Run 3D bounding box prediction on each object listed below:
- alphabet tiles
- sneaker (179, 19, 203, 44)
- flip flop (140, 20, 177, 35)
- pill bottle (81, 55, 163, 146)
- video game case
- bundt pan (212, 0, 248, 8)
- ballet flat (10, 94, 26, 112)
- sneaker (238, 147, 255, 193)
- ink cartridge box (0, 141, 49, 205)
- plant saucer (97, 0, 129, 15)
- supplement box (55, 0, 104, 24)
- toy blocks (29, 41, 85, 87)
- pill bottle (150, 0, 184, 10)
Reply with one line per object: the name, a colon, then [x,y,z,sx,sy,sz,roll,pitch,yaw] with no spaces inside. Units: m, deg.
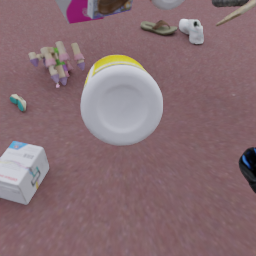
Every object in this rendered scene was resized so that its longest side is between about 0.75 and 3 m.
alphabet tiles: [3.354,-3.154,6.317,2.651,0.084,2.206,-32,10,2]
sneaker: [2.918,-4.587,12.681,0.713,0.812,2.027,-12,44,-10]
flip flop: [1.420,-4.776,13.066,1.787,0.514,0.725,22,48,21]
pill bottle: [-0.160,-0.616,4.809,1.173,1.173,2.086,-4,21,-4]
video game case: [-0.353,-2.946,6.020,1.083,0.982,0.246,-26,59,-29]
bundt pan: [2.805,-3.553,7.719,1.076,0.404,1.076,-2,25,1]
ballet flat: [-3.543,-0.850,9.212,0.327,0.327,0.943,-34,53,-30]
sneaker: [2.422,0.664,4.994,0.982,0.642,1.756,53,24,-4]
ink cartridge box: [-2.631,1.078,6.819,0.850,0.846,1.158,11,45,12]
plant saucer: [-0.245,-2.709,5.615,1.017,1.017,0.186,-33,86,-29]
supplement box: [-1.324,-4.778,8.964,1.309,1.337,2.586,0,59,19]
toy blocks: [-2.520,-2.175,10.101,1.646,1.386,1.538,-14,10,19]
pill bottle: [0.875,-4.667,8.551,1.265,1.265,2.255,-13,49,-13]
